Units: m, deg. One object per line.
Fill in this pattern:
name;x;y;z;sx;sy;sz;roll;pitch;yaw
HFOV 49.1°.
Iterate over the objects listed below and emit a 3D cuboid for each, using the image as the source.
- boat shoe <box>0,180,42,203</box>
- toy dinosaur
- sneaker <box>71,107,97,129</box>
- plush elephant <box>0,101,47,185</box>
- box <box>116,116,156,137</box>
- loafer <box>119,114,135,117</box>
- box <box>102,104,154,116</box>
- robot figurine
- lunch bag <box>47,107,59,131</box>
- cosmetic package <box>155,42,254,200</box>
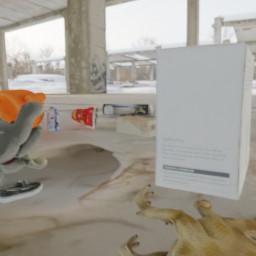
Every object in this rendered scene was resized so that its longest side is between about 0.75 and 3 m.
boat shoe;-1.857;1.063;4.924;0.290;0.285;0.804;7;12;35
toy dinosaur;0.605;1.171;2.758;1.402;0.807;2.773;11;14;42
sneaker;-1.928;-0.463;12.049;0.993;0.900;2.338;8;-5;-20
plush elephant;-2.549;0.366;5.958;1.566;1.901;1.472;2;-14;-7
box;0.341;-0.073;10.728;1.556;0.605;0.739;9;13;40
loafer;-0.050;-0.528;14.555;0.887;0.319;0.279;5;-6;-18
box;0.077;-0.996;15.640;2.521;0.609;1.997;3;2;14
robot figurine;-4.180;-0.538;10.156;1.712;2.112;2.936;23;13;4
lunch bag;-2.950;-0.338;11.066;0.442;0.938;1.171;1;-1;-11
cosmetic package;1.720;-0.292;5.951;1.603;2.608;2.600;5;10;26
